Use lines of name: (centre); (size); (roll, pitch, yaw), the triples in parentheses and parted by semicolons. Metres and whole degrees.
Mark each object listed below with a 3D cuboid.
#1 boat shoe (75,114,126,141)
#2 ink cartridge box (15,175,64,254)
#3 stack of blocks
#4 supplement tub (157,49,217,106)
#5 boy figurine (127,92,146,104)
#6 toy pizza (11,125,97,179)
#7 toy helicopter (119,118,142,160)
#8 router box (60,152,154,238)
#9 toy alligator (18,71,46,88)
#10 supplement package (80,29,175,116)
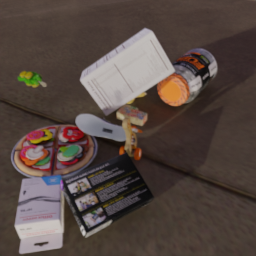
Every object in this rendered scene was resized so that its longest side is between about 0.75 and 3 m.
boat shoe: (-0.874, -0.013, 9.579); (1.838, 0.679, 0.628); (12, 0, -5)
ink cartridge box: (-2.241, 2.154, 7.232); (1.074, 0.628, 1.852); (-6, 39, -8)
stack of blocks: (0.176, -0.500, 10.747); (1.080, 0.316, 0.622); (18, 42, 21)
supplement tub: (2.447, -2.095, 11.645); (1.664, 1.664, 2.716); (23, 45, 26)
boy figurine: (0.311, -1.570, 11.882); (0.945, 0.490, 1.520); (27, 49, 2)
toy pizza: (-2.392, 0.606, 9.160); (2.746, 0.435, 2.746); (1, 35, -1)
toy helicopter: (0.083, 0.213, 8.839); (0.631, 1.600, 1.058); (7, 52, 17)
router box: (-0.547, 1.700, 7.438); (2.035, 0.520, 1.518); (-20, 65, -27)
toy alligator: (-3.789, -2.017, 11.397); (1.965, 0.583, 0.533); (15, 57, 37)
supplement package: (-0.085, -2.108, 10.422); (2.976, 1.693, 1.630); (-32, 22, 8)
